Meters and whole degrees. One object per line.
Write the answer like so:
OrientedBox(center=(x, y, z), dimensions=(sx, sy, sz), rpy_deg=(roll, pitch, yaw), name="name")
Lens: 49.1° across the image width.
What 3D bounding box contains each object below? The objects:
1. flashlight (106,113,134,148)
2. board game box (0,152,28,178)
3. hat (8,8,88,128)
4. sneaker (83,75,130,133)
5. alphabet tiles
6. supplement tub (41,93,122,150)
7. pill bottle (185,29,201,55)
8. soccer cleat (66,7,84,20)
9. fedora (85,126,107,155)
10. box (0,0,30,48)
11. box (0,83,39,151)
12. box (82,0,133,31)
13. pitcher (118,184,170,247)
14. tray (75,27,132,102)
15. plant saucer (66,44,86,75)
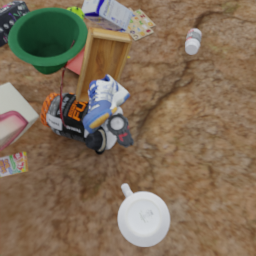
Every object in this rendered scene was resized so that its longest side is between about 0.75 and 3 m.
OrientedBox(center=(-0.213, 0.128, 7.834), dimensions=(0.578, 1.702, 0.576), rpy_deg=(-20, 73, -3), name="flashlight")
OrientedBox(center=(-3.256, 1.032, 7.714), dimensions=(1.108, 0.166, 0.529), rpy_deg=(-15, 78, 22), name="board game box")
OrientedBox(center=(-2.331, -1.954, 8.647), dimensions=(2.136, 2.270, 2.579), rpy_deg=(22, 62, 8), name="hat")
OrientedBox(center=(-0.721, -0.640, 6.852), dimensions=(0.935, 0.799, 2.122), rpy_deg=(47, 28, -9), name="sneaker")
OrientedBox(center=(0.219, -5.154, 13.854), dimensions=(1.787, 0.068, 2.148), rpy_deg=(-28, 63, -16), name="alphabet tiles")
OrientedBox(center=(-1.659, -0.316, 10.107), dimensions=(2.636, 1.615, 1.615), rpy_deg=(16, 61, 9), name="supplement tub")
OrientedBox(center=(2.242, -2.971, 9.681), dimensions=(0.492, 0.492, 0.863), rpy_deg=(13, 54, 8), name="pill bottle")
OrientedBox(center=(-2.149, -3.398, 9.287), dimensions=(0.632, 0.759, 1.873), rpy_deg=(50, 52, -23), name="soccer cleat")
OrientedBox(center=(-1.024, 0.386, 8.492), dimensions=(0.446, 0.976, 0.976), rpy_deg=(1, 55, -31), name="fedora")
OrientedBox(center=(-3.728, -3.201, 8.594), dimensions=(1.458, 0.773, 0.891), rpy_deg=(-43, 43, -20), name="box")
OrientedBox(center=(-3.600, 0.045, 6.900), dimensions=(1.232, 1.446, 2.262), rpy_deg=(49, 31, -6), name="box")
OrientedBox(center=(-0.869, -4.518, 11.078), dimensions=(1.403, 1.525, 0.800), rpy_deg=(25, 96, 53), name="box")
OrientedBox(center=(0.219, 1.784, 6.041), dimensions=(1.042, 1.720, 1.475), rpy_deg=(-33, 71, -8), name="pitcher")
OrientedBox(center=(-0.765, -1.700, 8.096), dimensions=(1.133, 2.298, 0.426), rpy_deg=(2, 47, -21), name="tray")
OrientedBox(center=(-1.737, -2.886, 12.377), dimensions=(1.721, 0.316, 1.724), rpy_deg=(32, 65, 17), name="plant saucer")
